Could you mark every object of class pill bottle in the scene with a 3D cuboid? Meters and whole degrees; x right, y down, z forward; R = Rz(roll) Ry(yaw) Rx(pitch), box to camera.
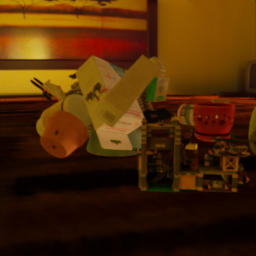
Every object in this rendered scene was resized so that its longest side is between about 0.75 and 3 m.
[{"bbox_3d":[3.785,-0.662,15.167,1.175,1.175,1.965,-8,13,-39],"label":"pill bottle"},{"bbox_3d":[-2.418,-0.302,10.319,2.245,1.257,1.257,-21,-6,40],"label":"pill bottle"}]

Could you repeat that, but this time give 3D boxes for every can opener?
[{"bbox_3d":[-3.739,-1.761,12.285,0.423,1.336,0.525,-34,49,2],"label":"can opener"}]

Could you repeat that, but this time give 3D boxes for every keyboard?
[{"bbox_3d":[0.879,-0.387,10.357,1.515,0.300,0.789,-14,47,-31],"label":"keyboard"}]

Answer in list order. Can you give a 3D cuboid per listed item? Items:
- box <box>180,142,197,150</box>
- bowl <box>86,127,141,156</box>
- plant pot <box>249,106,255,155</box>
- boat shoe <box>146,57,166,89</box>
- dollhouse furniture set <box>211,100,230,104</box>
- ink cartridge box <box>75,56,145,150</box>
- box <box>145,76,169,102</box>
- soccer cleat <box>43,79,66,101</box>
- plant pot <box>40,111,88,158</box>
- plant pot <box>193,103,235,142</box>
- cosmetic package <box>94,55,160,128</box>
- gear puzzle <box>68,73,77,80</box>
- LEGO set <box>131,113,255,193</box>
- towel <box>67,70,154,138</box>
[{"bbox_3d":[2.114,0.656,10.271,0.766,0.192,0.288,5,11,25],"label":"box"},{"bbox_3d":[-0.433,0.216,10.114,2.157,1.128,2.157,0,9,0],"label":"bowl"},{"bbox_3d":[4.948,0.007,9.033,2.345,2.345,2.506,8,28,40],"label":"plant pot"},{"bbox_3d":[0.324,-1.820,11.623,1.020,0.970,2.833,10,-38,-36],"label":"boat shoe"},{"bbox_3d":[5.028,-0.996,16.362,1.869,1.417,2.133,-1,10,-4],"label":"dollhouse furniture set"},{"bbox_3d":[-0.450,-0.719,8.629,0.914,2.693,1.550,-34,-24,30],"label":"ink cartridge box"},{"bbox_3d":[1.088,-1.471,10.519,0.439,0.907,0.801,20,20,36],"label":"box"},{"bbox_3d":[-2.706,-1.367,11.022,1.372,0.532,0.476,36,-16,-10],"label":"soccer cleat"},{"bbox_3d":[-2.142,0.297,9.032,1.411,1.411,0.988,5,44,28],"label":"plant pot"},{"bbox_3d":[3.525,-0.254,11.670,1.668,1.519,1.668,0,9,0],"label":"plant pot"},{"bbox_3d":[-0.023,-0.963,7.351,1.858,0.688,0.944,-54,5,-29],"label":"cosmetic package"},{"bbox_3d":[-2.167,-2.420,12.484,0.975,0.128,0.505,-29,41,-27],"label":"gear puzzle"},{"bbox_3d":[1.428,0.439,6.917,2.985,1.729,2.295,2,10,14],"label":"LEGO set"},{"bbox_3d":[-0.610,-0.788,11.067,2.984,2.471,1.277,-7,41,17],"label":"towel"}]
